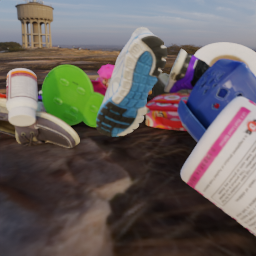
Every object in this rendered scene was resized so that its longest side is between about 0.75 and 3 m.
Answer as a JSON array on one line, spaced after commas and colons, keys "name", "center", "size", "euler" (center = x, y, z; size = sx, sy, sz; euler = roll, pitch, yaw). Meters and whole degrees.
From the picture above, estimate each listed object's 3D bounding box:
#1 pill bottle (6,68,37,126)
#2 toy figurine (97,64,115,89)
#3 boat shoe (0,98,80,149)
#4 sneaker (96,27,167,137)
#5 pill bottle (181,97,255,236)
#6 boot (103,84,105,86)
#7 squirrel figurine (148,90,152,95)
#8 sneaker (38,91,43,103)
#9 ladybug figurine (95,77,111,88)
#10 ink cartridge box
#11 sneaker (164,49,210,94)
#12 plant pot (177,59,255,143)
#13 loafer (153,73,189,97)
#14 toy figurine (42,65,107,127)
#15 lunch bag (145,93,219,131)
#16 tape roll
[{"name": "pill bottle", "center": [-2.498, -0.716, 6.603], "size": [0.686, 1.253, 0.686], "euler": [-8, -25, -4]}, {"name": "toy figurine", "center": [-0.632, -1.776, 10.926], "size": [1.573, 1.448, 1.181], "euler": [-27, 32, 36]}, {"name": "boat shoe", "center": [-2.508, 0.044, 7.097], "size": [2.661, 0.957, 0.862], "euler": [21, 57, 14]}, {"name": "sneaker", "center": [0.011, -1.073, 6.933], "size": [1.105, 2.949, 1.278], "euler": [16, 35, -20]}, {"name": "pill bottle", "center": [1.835, 0.738, 3.155], "size": [2.224, 1.260, 1.260], "euler": [37, 32, 19]}, {"name": "boot", "center": [-1.371, -1.686, 11.374], "size": [0.690, 0.830, 0.300], "euler": [37, -4, -2]}, {"name": "squirrel figurine", "center": [0.099, -0.921, 9.294], "size": [0.871, 1.149, 1.231], "euler": [11, 19, -17]}, {"name": "sneaker", "center": [-2.538, -0.829, 9.855], "size": [1.298, 0.645, 0.451], "euler": [12, -19, -13]}, {"name": "ladybug figurine", "center": [-0.589, -2.207, 14.249], "size": [2.110, 0.759, 1.432], "euler": [0, 18, 0]}, {"name": "ink cartridge box", "center": [-4.046, -0.634, 8.352], "size": [2.189, 0.768, 2.693], "euler": [4, 4, 9]}, {"name": "sneaker", "center": [2.017, -1.577, 9.280], "size": [1.323, 0.925, 2.661], "euler": [21, -6, 4]}, {"name": "plant pot", "center": [2.115, -0.277, 6.104], "size": [1.624, 1.807, 1.807], "euler": [-41, 9, 14]}, {"name": "loafer", "center": [1.821, -1.603, 11.990], "size": [1.019, 1.129, 2.983], "euler": [-2, 27, -10]}, {"name": "toy figurine", "center": [-1.218, -0.999, 9.554], "size": [2.494, 1.873, 2.296], "euler": [26, 16, 17]}, {"name": "lunch bag", "center": [1.657, -0.439, 8.600], "size": [2.230, 0.914, 1.964], "euler": [5, 21, 26]}, {"name": "tape roll", "center": [3.585, -1.849, 10.321], "size": [2.781, 0.973, 2.781], "euler": [-1, 59, 1]}]
